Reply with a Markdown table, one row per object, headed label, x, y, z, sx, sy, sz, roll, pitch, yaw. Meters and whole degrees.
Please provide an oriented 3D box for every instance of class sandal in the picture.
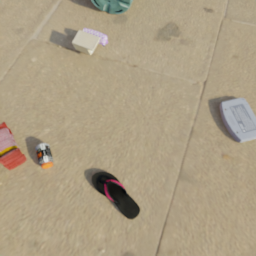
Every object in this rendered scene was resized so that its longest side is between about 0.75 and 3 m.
| label | x | y | z | sx | sy | sz | roll | pitch | yaw |
| --- | --- | --- | --- | --- | --- | --- | --- | --- | --- |
| sandal | -0.417 | 2.262 | 9.801 | 2.148 | 0.484 | 0.807 | 41 | 69 | 20 |

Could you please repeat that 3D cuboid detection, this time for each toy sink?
| label | x | y | z | sx | sy | sz | roll | pitch | yaw |
| --- | --- | --- | --- | --- | --- | --- | --- | --- | --- |
| toy sink | -1.797 | -3.745 | 12.483 | 1.105 | 0.619 | 0.720 | 23 | 78 | 15 |

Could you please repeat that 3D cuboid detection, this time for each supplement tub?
| label | x | y | z | sx | sy | sz | roll | pitch | yaw |
| --- | --- | --- | --- | --- | --- | --- | --- | --- | --- |
| supplement tub | -3.107 | 1.055 | 10.437 | 0.528 | 0.528 | 0.861 | -19 | 63 | -10 |

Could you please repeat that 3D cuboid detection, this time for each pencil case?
| label | x | y | z | sx | sy | sz | roll | pitch | yaw |
| --- | --- | --- | --- | --- | --- | --- | --- | --- | --- |
| pencil case | -1.544 | -4.222 | 12.983 | 1.247 | 0.533 | 0.523 | 25 | 102 | 13 |

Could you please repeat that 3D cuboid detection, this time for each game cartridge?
| label | x | y | z | sx | sy | sz | roll | pitch | yaw |
| --- | --- | --- | --- | --- | --- | --- | --- | --- | --- |
| game cartridge | 4.500 | -0.315 | 11.299 | 1.241 | 0.377 | 1.861 | -11 | 62 | -10 |

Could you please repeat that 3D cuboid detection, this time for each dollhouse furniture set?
| label | x | y | z | sx | sy | sz | roll | pitch | yaw |
| --- | --- | --- | --- | --- | --- | --- | --- | --- | --- |
| dollhouse furniture set | -5.181 | 1.159 | 10.071 | 2.612 | 1.062 | 1.405 | -33 | 66 | -17 |

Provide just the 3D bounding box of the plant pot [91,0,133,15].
| label | x | y | z | sx | sy | sz | roll | pitch | yaw |
| --- | --- | --- | --- | --- | --- | --- | --- | --- | --- |
| plant pot | -0.586 | -7.503 | 13.960 | 2.892 | 2.892 | 2.833 | 11 | 69 | 6 |
